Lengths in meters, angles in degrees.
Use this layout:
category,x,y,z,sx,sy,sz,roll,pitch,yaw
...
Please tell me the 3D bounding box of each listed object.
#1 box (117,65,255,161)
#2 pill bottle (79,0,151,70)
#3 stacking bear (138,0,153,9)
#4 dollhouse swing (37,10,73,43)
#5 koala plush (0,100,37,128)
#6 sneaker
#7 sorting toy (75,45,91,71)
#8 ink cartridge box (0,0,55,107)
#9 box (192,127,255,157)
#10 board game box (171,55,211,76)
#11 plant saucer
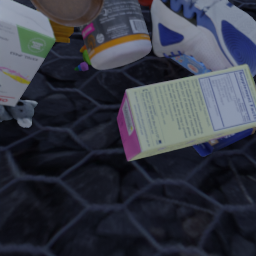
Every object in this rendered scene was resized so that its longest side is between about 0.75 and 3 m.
category,x,y,z,sx,sy,sz,roll,pitch,yaw
box,0.885,-0.156,4.751,1.925,1.693,0.931,-12,81,-8
pill bottle,-0.476,-2.658,6.191,1.427,1.427,2.452,-18,92,-14
stacking bear,0.550,-4.527,7.549,1.518,2.670,1.621,-10,64,-3
dollhouse swing,-1.591,-2.593,6.267,1.154,1.270,1.116,-4,18,-31
koala plush,-3.125,-0.530,7.675,1.147,1.054,1.017,11,56,-18
sneaker,1.466,-1.938,6.006,1.171,1.674,2.899,-36,82,-24
sorting toy,-1.506,-2.378,9.433,0.501,0.504,1.454,-11,46,21
ink cartridge box,-2.638,-1.239,5.413,1.417,2.420,0.815,8,48,-44
box,2.398,0.030,7.512,1.711,0.277,1.037,-23,55,-16
board game box,2.754,-3.123,9.876,2.958,0.541,2.237,-32,58,-23
plant saucer,-1.066,-2.357,4.676,1.391,1.391,0.254,-36,16,-26
